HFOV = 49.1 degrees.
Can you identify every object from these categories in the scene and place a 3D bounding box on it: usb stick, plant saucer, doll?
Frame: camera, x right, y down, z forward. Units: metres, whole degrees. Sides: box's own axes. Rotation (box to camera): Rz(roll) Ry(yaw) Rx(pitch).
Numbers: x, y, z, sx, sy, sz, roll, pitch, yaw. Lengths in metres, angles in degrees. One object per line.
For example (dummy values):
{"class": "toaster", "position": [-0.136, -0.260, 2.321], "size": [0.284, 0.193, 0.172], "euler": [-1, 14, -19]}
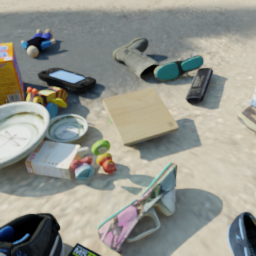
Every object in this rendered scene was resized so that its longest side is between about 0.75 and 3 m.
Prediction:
{"class": "usb stick", "position": [2.941, -1.773, 11.451], "size": [0.728, 0.428, 2.624], "euler": [0, 35, 27]}
{"class": "plant saucer", "position": [-2.019, 0.106, 9.157], "size": [1.446, 0.363, 1.446], "euler": [-1, 38, 0]}
{"class": "plant saucer", "position": [-3.647, 0.329, 8.399], "size": [2.853, 0.716, 2.853], "euler": [-7, 40, 6]}
{"class": "doll", "position": [-4.709, -4.515, 14.843], "size": [1.803, 0.640, 2.643], "euler": [0, 38, 3]}

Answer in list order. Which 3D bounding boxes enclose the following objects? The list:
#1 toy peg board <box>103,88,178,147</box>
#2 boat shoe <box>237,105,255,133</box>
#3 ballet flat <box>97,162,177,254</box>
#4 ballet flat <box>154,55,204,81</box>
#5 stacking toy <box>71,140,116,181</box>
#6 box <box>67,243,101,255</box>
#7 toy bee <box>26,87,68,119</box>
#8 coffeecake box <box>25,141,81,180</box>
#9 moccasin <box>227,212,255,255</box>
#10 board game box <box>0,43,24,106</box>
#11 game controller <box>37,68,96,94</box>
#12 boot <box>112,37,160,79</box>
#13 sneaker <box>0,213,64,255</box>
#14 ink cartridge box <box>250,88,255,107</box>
{"class": "toy peg board", "position": [0.345, -0.204, 9.328], "size": [1.894, 0.927, 1.887], "euler": [-16, 56, -17]}
{"class": "boat shoe", "position": [4.371, 0.040, 8.523], "size": [2.148, 0.787, 0.800], "euler": [43, 16, 26]}
{"class": "ballet flat", "position": [0.490, 1.894, 6.593], "size": [2.647, 0.915, 0.942], "euler": [-35, 68, -30]}
{"class": "ballet flat", "position": [2.159, -2.635, 12.350], "size": [2.326, 0.837, 0.837], "euler": [-19, 41, -9]}
{"class": "stacking toy", "position": [-0.875, 0.941, 7.555], "size": [1.227, 1.110, 0.518], "euler": [-18, 53, -23]}
{"class": "box", "position": [-0.654, 3.334, 4.958], "size": [2.001, 0.475, 1.932], "euler": [17, 39, 22]}
{"class": "toy bee", "position": [-2.917, -0.893, 9.680], "size": [1.599, 1.328, 2.443], "euler": [3, 38, 2]}
{"class": "coffeecake box", "position": [-2.116, 0.894, 8.062], "size": [1.269, 0.464, 0.974], "euler": [7, 39, 9]}
{"class": "moccasin", "position": [2.627, 2.794, 5.289], "size": [1.043, 0.884, 2.592], "euler": [-11, 39, -13]}
{"class": "board game box", "position": [-5.119, -2.020, 10.725], "size": [1.765, 1.764, 1.764], "euler": [-11, 39, -14]}
{"class": "game controller", "position": [-2.582, -2.074, 11.827], "size": [2.460, 0.518, 1.283], "euler": [20, 43, 23]}
{"class": "boot", "position": [0.705, -3.307, 13.101], "size": [2.248, 0.897, 2.472], "euler": [-35, 41, -18]}
{"class": "sneaker", "position": [-2.300, 2.693, 4.785], "size": [1.084, 1.659, 2.966], "euler": [15, 41, 19]}
{"class": "ink cartridge box", "position": [5.018, -1.162, 10.070], "size": [0.521, 1.232, 0.890], "euler": [-11, 39, -14]}
